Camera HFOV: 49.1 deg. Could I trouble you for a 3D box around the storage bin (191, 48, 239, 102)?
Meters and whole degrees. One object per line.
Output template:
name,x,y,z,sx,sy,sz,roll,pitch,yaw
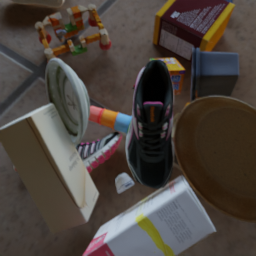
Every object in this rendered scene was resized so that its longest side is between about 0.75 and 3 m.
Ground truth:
storage bin,2.380,-1.364,7.866,1.197,1.782,1.297,1,75,13

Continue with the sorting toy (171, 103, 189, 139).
sorting toy,1.924,-0.217,8.171,1.457,0.262,1.956,-6,29,34

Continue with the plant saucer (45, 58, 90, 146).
plant saucer,-1.491,-0.681,7.239,0.563,2.244,2.244,-18,64,-30

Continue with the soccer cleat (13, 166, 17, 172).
soccer cleat,-3.143,0.631,8.328,0.596,0.480,1.400,6,63,16

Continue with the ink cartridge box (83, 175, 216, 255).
ink cartridge box,0.476,2.189,6.045,2.461,1.786,1.026,-35,84,5

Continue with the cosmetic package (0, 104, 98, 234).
cosmetic package,-1.750,0.888,6.481,0.956,1.354,2.616,-23,103,12

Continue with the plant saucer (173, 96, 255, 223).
plant saucer,2.188,0.614,5.913,0.503,2.838,2.838,-25,66,-33

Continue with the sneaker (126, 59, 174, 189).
sneaker,0.470,-0.127,6.188,1.181,1.270,2.941,-3,83,4

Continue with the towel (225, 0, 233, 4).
towel,3.151,-4.828,10.786,1.668,0.405,0.931,1,86,6

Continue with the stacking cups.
stacking cups,-0.135,-0.151,8.215,2.163,0.654,0.654,19,66,10

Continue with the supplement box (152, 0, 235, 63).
supplement box,2.226,-3.631,9.828,1.989,1.321,1.962,32,69,14

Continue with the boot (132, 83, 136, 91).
boot,0.317,-0.977,8.777,0.937,0.338,0.708,-45,113,4

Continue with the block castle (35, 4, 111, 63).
block castle,-1.906,-3.132,9.756,2.330,1.093,1.557,-22,73,-6

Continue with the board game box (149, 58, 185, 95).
board game box,1.115,-1.548,8.490,0.839,0.839,0.840,-6,39,-13

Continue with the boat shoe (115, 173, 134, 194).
boat shoe,-0.133,1.314,6.748,0.417,1.158,0.381,-29,79,-10

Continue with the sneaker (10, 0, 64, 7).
sneaker,-3.753,-5.761,11.084,2.864,1.046,1.602,13,62,-3

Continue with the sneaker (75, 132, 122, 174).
sneaker,-1.212,0.689,8.063,2.254,0.832,0.986,-38,73,-14
